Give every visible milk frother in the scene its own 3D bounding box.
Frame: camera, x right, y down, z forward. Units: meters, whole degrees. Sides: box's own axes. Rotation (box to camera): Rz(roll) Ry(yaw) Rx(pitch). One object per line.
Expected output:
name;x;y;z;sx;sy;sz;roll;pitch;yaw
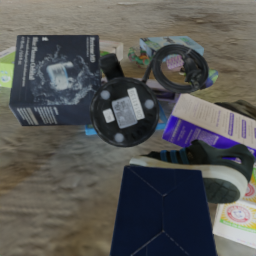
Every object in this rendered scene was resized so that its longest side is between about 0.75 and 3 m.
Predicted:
milk frother;0.452;-0.676;6.456;2.349;2.120;2.210;-1;1;2

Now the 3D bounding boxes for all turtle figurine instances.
turtle figurine;0.626;-3.008;11.890;1.339;0.901;1.789;7;15;-17

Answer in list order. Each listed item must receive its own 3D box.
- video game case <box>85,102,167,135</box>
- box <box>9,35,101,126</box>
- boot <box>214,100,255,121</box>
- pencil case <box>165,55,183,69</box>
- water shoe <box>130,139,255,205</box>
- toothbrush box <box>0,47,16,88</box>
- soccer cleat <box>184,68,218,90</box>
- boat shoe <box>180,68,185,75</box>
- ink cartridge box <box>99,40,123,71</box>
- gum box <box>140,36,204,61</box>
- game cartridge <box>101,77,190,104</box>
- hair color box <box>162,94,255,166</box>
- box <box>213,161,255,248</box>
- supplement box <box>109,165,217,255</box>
video game case;-0.116;-0.423;8.581;2.364;0.210;1.692;-4;33;-7
box;-1.849;-1.292;7.644;2.223;1.305;2.186;-2;67;-6
boot;3.525;-0.276;7.991;1.367;0.709;2.093;-10;36;-25
pencil case;2.106;-2.812;11.712;1.035;0.435;0.443;-14;13;26
water shoe;1.086;0.725;5.126;2.462;0.880;0.972;3;41;50
toothbrush box;-3.824;-2.271;10.634;2.365;1.018;1.722;10;35;14
soccer cleat;2.413;-1.698;9.276;0.805;0.622;1.925;-35;15;6
boat shoe;2.545;-2.341;11.439;0.853;0.257;0.315;0;33;1
ink cartridge box;-1.158;-3.199;12.271;1.323;0.762;1.812;14;36;20
gum box;2.004;-3.839;13.426;2.486;0.554;2.112;-7;34;-10
game cartridge;0.538;-1.279;9.187;2.935;0.563;1.903;8;13;11
hair color box;2.153;0.133;6.610;2.429;0.787;1.327;22;35;9
box;2.622;1.491;4.960;1.963;0.995;1.104;14;35;21
supplement box;0.424;1.753;3.896;1.163;1.731;1.733;3;34;5
